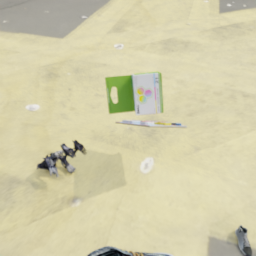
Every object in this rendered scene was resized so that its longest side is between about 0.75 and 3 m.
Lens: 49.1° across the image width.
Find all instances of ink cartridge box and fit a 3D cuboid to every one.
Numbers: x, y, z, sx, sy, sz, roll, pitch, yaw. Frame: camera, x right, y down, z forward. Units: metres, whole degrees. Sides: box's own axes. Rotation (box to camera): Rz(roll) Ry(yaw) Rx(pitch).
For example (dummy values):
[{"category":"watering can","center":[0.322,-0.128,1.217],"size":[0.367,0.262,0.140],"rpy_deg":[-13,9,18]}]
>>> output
[{"category":"ink cartridge box","center":[0.185,-1.048,8.877],"size":[1.740,1.286,0.659],"rpy_deg":[-6,14,-2]}]

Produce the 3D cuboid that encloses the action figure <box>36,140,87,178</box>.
[{"category":"action figure","center":[-2.245,1.149,9.177],"size":[1.101,1.853,0.946],"rpy_deg":[-19,78,-56]}]

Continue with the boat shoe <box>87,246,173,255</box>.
[{"category":"boat shoe","center":[0.132,3.323,6.687],"size":[2.349,1.066,0.831],"rpy_deg":[-6,41,-7]}]

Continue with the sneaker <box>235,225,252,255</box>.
[{"category":"sneaker","center":[3.132,2.992,7.535],"size":[0.297,0.457,0.792],"rpy_deg":[-5,41,-6]}]

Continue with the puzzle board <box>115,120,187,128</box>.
[{"category":"puzzle board","center":[0.658,-0.131,8.580],"size":[1.391,0.161,1.846],"rpy_deg":[2,3,-33]}]
